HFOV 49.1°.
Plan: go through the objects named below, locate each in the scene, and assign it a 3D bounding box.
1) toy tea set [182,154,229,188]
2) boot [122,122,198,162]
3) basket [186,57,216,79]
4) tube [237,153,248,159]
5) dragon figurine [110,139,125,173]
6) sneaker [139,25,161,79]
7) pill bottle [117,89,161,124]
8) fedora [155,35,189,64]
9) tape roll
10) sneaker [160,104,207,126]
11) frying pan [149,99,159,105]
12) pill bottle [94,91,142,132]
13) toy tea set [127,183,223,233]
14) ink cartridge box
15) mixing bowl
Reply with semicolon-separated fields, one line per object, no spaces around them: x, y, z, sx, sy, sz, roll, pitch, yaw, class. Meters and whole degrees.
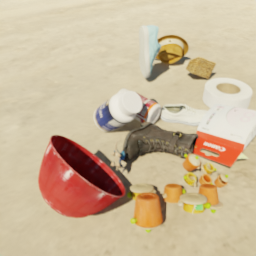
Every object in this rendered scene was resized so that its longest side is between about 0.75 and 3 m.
2.362;1.301;8.453;1.591;0.589;0.946;11;49;-20;toy tea set
1.143;0.577;9.482;2.114;0.841;2.429;17;38;26;boot
3.673;-3.163;14.251;1.218;0.907;0.869;10;26;-24;basket
3.362;0.694;9.697;0.451;0.403;1.554;-37;35;-8;tube
-0.304;0.861;8.491;0.325;1.104;0.549;0;7;15;dragon figurine
1.122;-3.580;13.335;1.044;2.547;0.941;-12;39;-12;sneaker
0.358;-0.861;11.197;1.744;0.955;0.955;32;46;23;pill bottle
2.308;-4.150;15.469;2.093;2.093;0.853;2;60;2;fedora
4.424;-1.484;12.574;2.054;0.719;2.054;0;37;0;tape roll
2.331;-0.558;11.226;2.068;0.732;0.755;1;53;7;sneaker
0.871;-1.027;11.832;0.196;0.728;1.203;-17;56;-42;frying pan
-0.370;-0.608;10.172;1.092;1.092;1.966;-34;4;-37;pill bottle
1.291;2.206;7.719;2.710;1.003;1.611;-1;7;4;toy tea set
3.299;0.114;9.733;2.355;0.672;1.914;-37;37;-30;ink cartridge box
-1.411;1.427;7.314;1.315;2.428;2.428;-50;47;4;mixing bowl
